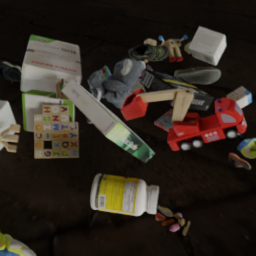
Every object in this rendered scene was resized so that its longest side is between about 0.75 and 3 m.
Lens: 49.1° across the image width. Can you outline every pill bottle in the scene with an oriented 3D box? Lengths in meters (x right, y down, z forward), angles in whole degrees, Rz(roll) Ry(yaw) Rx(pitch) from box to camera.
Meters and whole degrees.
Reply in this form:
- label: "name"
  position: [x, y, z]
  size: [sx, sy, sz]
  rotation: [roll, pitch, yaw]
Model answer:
- label: "pill bottle"
  position: [-0.075, 1.779, 7.370]
  size: [1.683, 0.946, 0.946]
  rotation: [7, 42, 7]

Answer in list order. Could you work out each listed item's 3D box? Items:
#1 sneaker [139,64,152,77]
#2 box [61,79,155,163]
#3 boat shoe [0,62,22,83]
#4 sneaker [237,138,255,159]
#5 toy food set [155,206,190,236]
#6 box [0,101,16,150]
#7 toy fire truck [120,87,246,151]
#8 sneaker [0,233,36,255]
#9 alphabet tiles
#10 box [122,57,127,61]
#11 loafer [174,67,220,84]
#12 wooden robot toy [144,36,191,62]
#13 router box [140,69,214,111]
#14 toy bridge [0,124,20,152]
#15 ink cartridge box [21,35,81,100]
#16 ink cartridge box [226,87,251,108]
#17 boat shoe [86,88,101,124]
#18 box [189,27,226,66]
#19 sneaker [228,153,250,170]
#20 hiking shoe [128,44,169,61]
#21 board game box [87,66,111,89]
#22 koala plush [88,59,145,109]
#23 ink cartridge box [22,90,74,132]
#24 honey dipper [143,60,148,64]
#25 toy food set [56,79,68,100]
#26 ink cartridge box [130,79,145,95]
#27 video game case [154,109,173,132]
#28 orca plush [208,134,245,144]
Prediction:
- label: "sneaker"
  position: [0.738, -2.608, 12.543]
  size: [0.410, 0.486, 1.111]
  rotation: [-12, 11, 35]
- label: "box"
  position: [-0.463, -0.096, 8.128]
  size: [0.519, 2.854, 2.060]
  rotation: [-48, 61, 2]
- label: "boat shoe"
  position: [-5.123, -2.377, 12.334]
  size: [2.004, 0.748, 0.624]
  rotation: [25, 54, 31]
- label: "sneaker"
  position: [4.047, 0.453, 8.612]
  size: [1.512, 0.573, 0.794]
  rotation: [-15, 15, -14]
- label: "toy food set"
  position: [1.111, 2.388, 7.274]
  size: [0.936, 0.147, 0.595]
  rotation: [19, 44, 20]
- label: "box"
  position: [-5.059, 0.181, 8.957]
  size: [1.787, 1.248, 2.347]
  rotation: [10, 42, 11]
- label: "toy fire truck"
  position: [1.392, -0.364, 7.172]
  size: [2.701, 1.904, 0.658]
  rotation: [-18, 30, 26]
- label: "sneaker"
  position: [-2.936, 2.943, 6.370]
  size: [1.857, 0.703, 0.975]
  rotation: [20, 61, 26]
- label: "alphabet tiles"
  position: [-2.306, 0.120, 8.970]
  size: [1.418, 1.696, 0.064]
  rotation: [-1, 1, 1]
- label: "box"
  position: [0.000, -2.439, 11.517]
  size: [0.165, 0.757, 0.606]
  rotation: [-8, -13, 39]
- label: "loafer"
  position: [2.977, -2.378, 12.253]
  size: [2.086, 0.784, 0.726]
  rotation: [-3, 46, -4]
- label: "wooden robot toy"
  position: [1.892, -3.817, 13.962]
  size: [2.788, 1.228, 1.265]
  rotation: [-10, 4, -26]
- label: "router box"
  position: [1.844, -1.398, 10.527]
  size: [2.304, 0.602, 1.812]
  rotation: [2, 31, -44]
- label: "toy bridge"
  position: [-3.578, 0.302, 8.426]
  size: [0.507, 1.509, 0.205]
  rotation: [10, 57, -20]
- label: "ink cartridge box"
  position: [-3.129, -2.526, 11.568]
  size: [2.136, 1.233, 2.936]
  rotation: [9, 36, -18]
- label: "ink cartridge box"
  position: [4.229, -1.089, 10.811]
  size: [0.834, 0.522, 0.536]
  rotation: [-31, 47, -1]
- label: "boat shoe"
  position: [-1.301, -0.733, 9.599]
  size: [0.458, 1.342, 0.496]
  rotation: [-10, 43, -42]
- label: "box"
  position: [3.726, -3.806, 13.096]
  size: [1.303, 1.116, 1.296]
  rotation: [29, 6, 21]
- label: "sneaker"
  position: [3.353, 1.098, 8.547]
  size: [0.788, 0.304, 0.323]
  rotation: [33, 73, -5]
- label: "hiking shoe"
  position: [0.721, -2.513, 9.331]
  size: [1.385, 0.524, 0.697]
  rotation: [-7, 4, -6]
- label: "board game box"
  position: [-1.194, -2.044, 11.698]
  size: [1.031, 0.189, 0.780]
  rotation: [-37, 44, 13]
- label: "koala plush"
  position: [-0.178, -1.769, 10.141]
  size: [1.596, 1.737, 1.540]
  rotation: [51, 24, 15]
- label: "ink cartridge box"
  position: [-2.602, -0.493, 9.587]
  size: [1.827, 1.350, 0.692]
  rotation: [8, 21, 9]
- label: "honey dipper"
  position: [0.783, -3.018, 12.857]
  size: [0.398, 0.398, 2.098]
  rotation: [33, 68, 32]
- label: "toy food set"
  position: [-2.318, -0.961, 10.034]
  size: [0.376, 1.544, 1.529]
  rotation: [-8, 67, -11]
- label: "ink cartridge box"
  position: [0.276, -1.476, 11.360]
  size: [0.737, 0.419, 1.012]
  rotation: [-7, 53, -8]
- label: "video game case"
  position: [1.884, -0.088, 10.125]
  size: [1.536, 0.134, 1.098]
  rotation: [31, 50, 31]
- label: "orca plush"
  position: [2.949, 0.237, 9.469]
  size: [1.813, 0.644, 0.954]
  rotation: [18, 21, 16]
